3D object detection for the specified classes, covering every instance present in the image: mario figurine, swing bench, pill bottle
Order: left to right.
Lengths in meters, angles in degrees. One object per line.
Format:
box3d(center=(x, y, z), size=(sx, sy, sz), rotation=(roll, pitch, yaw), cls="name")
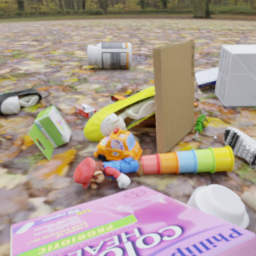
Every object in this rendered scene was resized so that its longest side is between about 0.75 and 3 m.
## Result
box3d(center=(-0.522, 1.194, 6.954), size=(1.678, 1.036, 0.889), rotation=(-4, 66, -24), cls="mario figurine")
box3d(center=(-1.098, -4.326, 16.815), size=(2.576, 1.499, 1.499), rotation=(-1, 26, -3), cls="pill bottle")
box3d(center=(3.579, 1.491, 4.369), size=(2.607, 1.700, 2.621), rotation=(-34, 40, -29), cls="swing bench")

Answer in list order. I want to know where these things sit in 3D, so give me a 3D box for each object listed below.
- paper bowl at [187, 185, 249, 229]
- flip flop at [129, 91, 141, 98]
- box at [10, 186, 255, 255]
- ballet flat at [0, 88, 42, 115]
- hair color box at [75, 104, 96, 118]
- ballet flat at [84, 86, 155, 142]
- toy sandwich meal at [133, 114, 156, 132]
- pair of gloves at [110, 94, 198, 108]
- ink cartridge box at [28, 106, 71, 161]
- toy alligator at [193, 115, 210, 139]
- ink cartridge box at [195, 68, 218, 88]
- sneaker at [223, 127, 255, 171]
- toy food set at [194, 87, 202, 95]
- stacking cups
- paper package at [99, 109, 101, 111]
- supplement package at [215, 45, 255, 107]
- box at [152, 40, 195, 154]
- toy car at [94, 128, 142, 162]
box3d(center=(1.821, 1.608, 5.592), size=(1.160, 0.603, 1.160), rotation=(17, 28, -9), cls="paper bowl")
box3d(center=(0.485, -1.055, 9.742), size=(1.844, 0.531, 0.748), rotation=(-15, 26, 0), cls="flip flop")
box3d(center=(-0.158, 1.874, 3.562), size=(2.334, 1.283, 2.654), rotation=(-12, 5, -22), cls="box")
box3d(center=(-4.396, -1.034, 11.040), size=(0.843, 0.838, 2.465), rotation=(22, 34, 23), cls="ballet flat")
box3d(center=(-1.655, -0.666, 10.883), size=(0.454, 0.262, 0.819), rotation=(-23, 33, -37), cls="hair color box")
box3d(center=(-0.058, -0.365, 8.542), size=(2.879, 0.962, 0.965), rotation=(-30, 27, -2), cls="ballet flat")
box3d(center=(0.795, -0.450, 10.010), size=(1.872, 0.641, 1.872), rotation=(0, 26, 0), cls="toy sandwich meal")
box3d(center=(0.914, -0.913, 10.430), size=(2.421, 0.336, 2.717), rotation=(-8, 20, -30), cls="pair of gloves")
box3d(center=(-2.264, 0.136, 8.275), size=(0.538, 1.050, 1.421), rotation=(-25, 26, 10), cls="ink cartridge box")
box3d(center=(2.414, -0.121, 9.466), size=(0.421, 0.386, 1.421), rotation=(-19, 16, 41), cls="toy alligator")
box3d(center=(4.392, -2.499, 13.797), size=(2.039, 0.415, 2.043), rotation=(-12, 23, 16), cls="ink cartridge box")
box3d(center=(3.462, 0.585, 8.015), size=(0.716, 0.664, 1.767), rotation=(-4, 36, -29), cls="sneaker")
box3d(center=(2.578, -1.811, 13.170), size=(1.669, 0.263, 1.061), rotation=(1, 26, 2), cls="toy food set")
box3d(center=(1.488, 0.847, 7.320), size=(2.324, 0.703, 0.703), rotation=(-1, 26, 0), cls="stacking cups")
box3d(center=(-0.590, -0.309, 9.906), size=(0.947, 0.490, 0.902), rotation=(-2, 27, -2), cls="paper package")
box3d(center=(5.390, -2.217, 11.745), size=(2.874, 2.238, 1.593), rotation=(-1, 26, 0), cls="supplement package")
box3d(center=(1.446, -1.023, 8.404), size=(0.315, 2.958, 2.418), rotation=(9, 24, 32), cls="box")
box3d(center=(0.223, 0.138, 8.524), size=(1.371, 0.930, 2.795), rotation=(18, 32, 31), cls="toy car")
